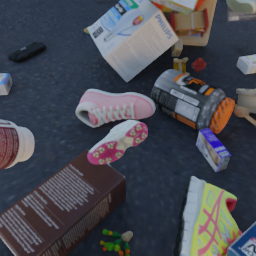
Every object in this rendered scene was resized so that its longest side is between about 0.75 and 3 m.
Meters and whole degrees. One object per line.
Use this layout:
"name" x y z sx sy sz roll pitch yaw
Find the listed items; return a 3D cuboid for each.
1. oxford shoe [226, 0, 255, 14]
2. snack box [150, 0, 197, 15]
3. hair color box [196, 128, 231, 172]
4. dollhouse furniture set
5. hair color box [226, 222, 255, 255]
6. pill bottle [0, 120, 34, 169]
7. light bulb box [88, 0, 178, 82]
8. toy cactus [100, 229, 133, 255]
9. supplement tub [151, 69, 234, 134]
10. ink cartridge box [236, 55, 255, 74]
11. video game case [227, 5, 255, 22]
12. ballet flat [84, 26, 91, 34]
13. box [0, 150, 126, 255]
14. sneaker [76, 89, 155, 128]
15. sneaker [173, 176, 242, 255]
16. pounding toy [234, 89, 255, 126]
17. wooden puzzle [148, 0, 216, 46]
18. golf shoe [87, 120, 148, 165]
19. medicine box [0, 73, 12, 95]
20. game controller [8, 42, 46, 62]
"oxford shoe" 2.648 -2.875 6.457 0.295 0.384 1.021 -33 37 -2
"snack box" 0.934 -4.046 7.936 2.184 0.876 2.590 22 22 0
"hair color box" 2.225 0.575 7.402 0.337 0.569 1.040 -15 45 -15
"dollhouse furniture set" 2.257 -3.029 10.410 1.338 1.011 2.487 -3 85 1
"hair color box" 3.025 2.009 5.172 2.921 1.461 0.884 -27 43 -25
"pill bottle" -2.177 0.259 4.323 0.802 0.802 1.419 26 8 25
"light bulb box" 0.104 -3.400 10.219 2.371 1.479 2.350 -38 46 11
"toy cactus" -0.160 2.362 5.733 0.810 0.414 0.668 32 33 32
"supplement tub" 1.883 -0.770 8.271 2.169 1.329 1.329 30 51 27
"ink cartridge box" 4.776 -2.440 10.712 0.946 0.394 0.686 -10 44 -11
"video game case" 3.456 -3.814 8.048 1.177 1.648 0.156 5 58 24
"ballet flat" -1.528 -4.495 12.885 1.265 0.399 0.434 26 49 25
"box" -1.342 1.712 5.955 1.271 0.951 2.538 32 54 30
"sneaker" -0.457 -0.454 8.280 2.342 0.882 1.224 11 43 18
"sneaker" 1.580 2.163 5.354 1.286 1.113 2.849 14 45 11
"pounding toy" 4.012 -0.564 8.630 2.185 1.254 1.249 -4 15 -17
"wooden puzzle" 1.979 -4.457 11.043 2.722 2.938 0.680 6 51 6
"golf shoe" -0.213 0.225 4.769 1.114 0.420 0.510 -29 32 -13
"medicine box" -4.549 -1.508 9.712 0.816 0.420 0.743 -3 43 -3
"game controller" -4.168 -3.158 11.605 0.806 0.325 1.545 15 43 36
